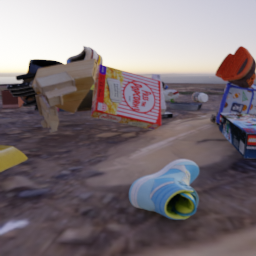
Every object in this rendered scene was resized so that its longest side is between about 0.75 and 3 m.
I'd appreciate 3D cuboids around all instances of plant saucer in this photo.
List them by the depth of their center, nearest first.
[{"bbox_3d":[-2.837,0.570,5.258,1.317,0.319,1.317,4,12,17],"label":"plant saucer"}]

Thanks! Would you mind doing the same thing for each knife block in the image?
[{"bbox_3d":[-2.040,-1.211,7.332,1.884,0.687,2.146,21,-40,-23],"label":"knife block"}]

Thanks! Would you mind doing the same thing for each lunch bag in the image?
[{"bbox_3d":[3.565,-0.745,8.990,1.558,1.325,0.965,-2,24,-33],"label":"lunch bag"}]

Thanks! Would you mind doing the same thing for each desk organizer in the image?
[{"bbox_3d":[-5.947,-1.560,14.521,0.826,0.886,2.302,-3,12,-14],"label":"desk organizer"}]

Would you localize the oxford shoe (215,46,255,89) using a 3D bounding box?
[{"bbox_3d":[3.088,-1.538,7.517,0.960,0.942,2.647,30,17,2],"label":"oxford shoe"}]

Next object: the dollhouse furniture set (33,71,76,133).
[{"bbox_3d":[-1.638,-0.447,6.752,0.775,1.588,1.354,-19,43,-24],"label":"dollhouse furniture set"}]

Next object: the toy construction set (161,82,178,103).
[{"bbox_3d":[1.483,-1.620,13.976,1.717,1.432,1.320,1,0,-9],"label":"toy construction set"}]

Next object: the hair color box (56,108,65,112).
[{"bbox_3d":[-2.793,-1.269,13.305,2.628,0.795,1.314,-6,13,-27],"label":"hair color box"}]

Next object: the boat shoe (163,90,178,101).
[{"bbox_3d":[2.007,-1.933,16.861,1.959,0.724,0.835,2,11,21],"label":"boat shoe"}]

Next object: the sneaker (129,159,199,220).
[{"bbox_3d":[0.714,0.810,3.655,1.241,0.494,0.810,-20,19,-36],"label":"sneaker"}]

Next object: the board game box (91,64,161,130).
[{"bbox_3d":[-0.013,-0.815,7.680,1.891,1.432,0.438,11,-25,-22],"label":"board game box"}]

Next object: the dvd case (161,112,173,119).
[{"bbox_3d":[0.644,-0.560,11.231,1.419,0.234,1.888,-6,13,-31],"label":"dvd case"}]

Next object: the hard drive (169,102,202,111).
[{"bbox_3d":[2.767,-1.049,13.466,1.406,0.297,0.948,6,13,27],"label":"hard drive"}]

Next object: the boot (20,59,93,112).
[{"bbox_3d":[-1.926,-1.361,9.002,2.836,1.374,1.059,2,42,-21],"label":"boot"}]

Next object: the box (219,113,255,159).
[{"bbox_3d":[3.529,0.120,6.898,2.007,0.554,2.939,1,11,7],"label":"box"}]

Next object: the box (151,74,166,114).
[{"bbox_3d":[1.146,-1.327,10.723,0.350,1.690,0.327,-1,-30,-8],"label":"box"}]

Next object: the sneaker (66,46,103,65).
[{"bbox_3d":[-1.626,-1.573,8.093,0.709,1.892,0.852,52,14,31],"label":"sneaker"}]

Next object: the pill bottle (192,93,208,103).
[{"bbox_3d":[4.255,-1.799,16.592,0.558,0.558,0.959,-4,13,-20],"label":"pill bottle"}]

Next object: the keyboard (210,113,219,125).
[{"bbox_3d":[3.176,-0.224,9.629,0.731,0.278,1.405,17,20,12],"label":"keyboard"}]

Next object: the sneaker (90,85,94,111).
[{"bbox_3d":[-1.387,-1.394,11.203,0.565,1.479,0.558,-6,10,-29],"label":"sneaker"}]
